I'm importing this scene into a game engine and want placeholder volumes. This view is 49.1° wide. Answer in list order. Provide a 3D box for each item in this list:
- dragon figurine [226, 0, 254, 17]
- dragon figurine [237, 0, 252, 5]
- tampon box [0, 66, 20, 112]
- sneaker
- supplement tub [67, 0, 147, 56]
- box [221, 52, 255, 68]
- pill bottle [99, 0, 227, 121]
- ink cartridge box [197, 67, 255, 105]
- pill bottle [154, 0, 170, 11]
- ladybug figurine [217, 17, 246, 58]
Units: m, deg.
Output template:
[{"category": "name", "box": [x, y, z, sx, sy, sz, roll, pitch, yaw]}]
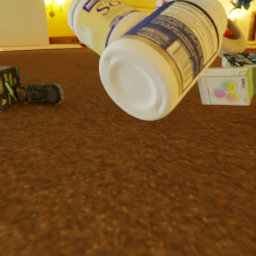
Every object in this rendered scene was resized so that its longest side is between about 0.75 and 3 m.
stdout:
[{"category": "dragon figurine", "box": [3.108, -3.378, 7.692, 0.638, 1.283, 0.378, 37, -22, -31]}, {"category": "dragon figurine", "box": [1.447, -2.457, 4.565, 1.532, 0.451, 0.762, 5, 45, -25]}, {"category": "tampon box", "box": [-5.437, -1.651, 11.497, 1.255, 1.489, 1.987, 1, 21, 4]}, {"category": "sneaker", "box": [-3.712, -1.378, 11.700, 2.397, 0.916, 1.373, 15, 27, 41]}, {"category": "supplement tub", "box": [-0.699, -3.722, 10.406, 2.094, 2.094, 2.880, -21, 52, -43]}, {"category": "box", "box": [4.395, -2.038, 9.116, 2.155, 0.496, 1.713, -4, 30, -2]}, {"category": "pill bottle", "box": [0.824, -1.489, 5.266, 1.492, 1.492, 2.687, 16, 48, 35]}, {"category": "ink cartridge box", "box": [2.302, -0.905, 6.105, 1.427, 0.741, 0.423, 5, 45, 33]}, {"category": "pill bottle", "box": [1.450, -3.379, 9.139, 1.391, 2.540, 1.391, 16, 12, -4]}, {"category": "ladybug figurine", "box": [3.603, -3.676, 11.104, 1.686, 0.893, 2.484, -9, 61, -21]}]
